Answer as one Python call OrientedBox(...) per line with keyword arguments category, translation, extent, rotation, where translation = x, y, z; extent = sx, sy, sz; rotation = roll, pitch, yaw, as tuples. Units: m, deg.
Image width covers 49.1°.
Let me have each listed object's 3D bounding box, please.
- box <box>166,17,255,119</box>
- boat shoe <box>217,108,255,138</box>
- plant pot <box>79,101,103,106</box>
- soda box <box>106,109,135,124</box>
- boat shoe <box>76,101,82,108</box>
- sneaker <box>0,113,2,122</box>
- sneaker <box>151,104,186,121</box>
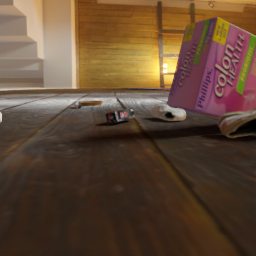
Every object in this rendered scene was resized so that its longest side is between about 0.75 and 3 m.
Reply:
OrientedBox(category="box", translation=(2.823, -1.463, 8.141), extent=(2.727, 2.399, 1.319), rotation=(12, 4, -26))
OrientedBox(category="boat shoe", translation=(3.287, -0.133, 7.091), extent=(1.860, 0.695, 0.636), rotation=(-15, 36, 11))
OrientedBox(category="plant pot", translation=(-2.175, -1.432, 16.104), extent=(1.479, 0.203, 1.479), rotation=(-1, 10, 0))
OrientedBox(category="soda box", translation=(-0.254, -0.405, 9.531), extent=(0.402, 0.360, 1.136), rotation=(-14, 0, 34))
OrientedBox(category="boat shoe", translation=(-2.530, -1.178, 14.434), extent=(0.268, 0.324, 0.945), rotation=(5, 16, -10))
OrientedBox(category="sneaker", translation=(-4.044, -0.536, 6.043), extent=(2.949, 1.102, 1.209), rotation=(20, -25, 23))
OrientedBox(category="sneaker", translation=(1.339, -0.550, 10.174), extent=(0.601, 0.527, 1.500), rotation=(-12, 16, -40))
